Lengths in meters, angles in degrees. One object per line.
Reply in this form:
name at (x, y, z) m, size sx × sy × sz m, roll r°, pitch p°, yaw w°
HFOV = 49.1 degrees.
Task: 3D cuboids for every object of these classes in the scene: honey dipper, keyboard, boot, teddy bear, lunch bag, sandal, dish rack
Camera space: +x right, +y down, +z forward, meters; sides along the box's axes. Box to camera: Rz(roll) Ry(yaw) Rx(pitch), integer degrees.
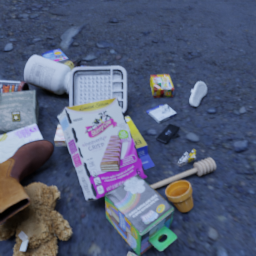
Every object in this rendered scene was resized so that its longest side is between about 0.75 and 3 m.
honey dipper at (1.647, 1.604, 9.072) m, size 2.584 × 0.491 × 0.491 m, roll -18°, pitch 46°, yaw -16°
keyboard at (1.610, 0.255, 10.768) m, size 0.651 × 0.139 × 1.085 m, roll 21°, pitch 47°, yaw 30°
boot at (-3.136, 1.394, 7.916) m, size 2.739 × 0.996 × 2.909 m, roll -23°, pitch 19°, yaw -21°
teddy bear at (-2.484, 2.836, 7.533) m, size 1.955 × 0.900 × 2.696 m, roll -28°, pitch 51°, yaw -8°
lunch bag at (-4.324, -0.578, 11.030) m, size 1.437 × 1.030 × 1.752 m, roll -6°, pitch 49°, yaw -10°
sandal at (3.020, -1.516, 12.447) m, size 0.407 × 0.674 × 1.657 m, roll -18°, pitch 24°, yaw 46°
dish rack at (-1.220, -1.496, 11.591) m, size 2.345 × 2.013 × 0.511 m, roll 0°, pitch -2°, yaw 3°

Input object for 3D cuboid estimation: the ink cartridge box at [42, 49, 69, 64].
ink cartridge box at (-3.812, -3.546, 14.572) m, size 1.020 × 0.571 × 1.495 m, roll -22°, pitch 45°, yaw -23°

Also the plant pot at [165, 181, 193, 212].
plant pot at (1.582, 2.067, 8.279) m, size 0.765 × 0.700 × 0.765 m, roll -22°, pitch 20°, yaw 8°

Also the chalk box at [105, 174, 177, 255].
chalk box at (0.413, 2.475, 7.586) m, size 1.206 × 1.200 × 1.939 m, roll -27°, pitch 50°, yaw -28°

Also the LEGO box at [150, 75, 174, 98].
LEGO box at (1.529, -1.918, 12.861) m, size 0.902 × 0.467 × 1.211 m, roll -4°, pitch 43°, yaw -4°

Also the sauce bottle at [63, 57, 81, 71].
sauce bottle at (-2.974, -2.953, 13.895) m, size 0.618 × 0.618 × 1.872 m, roll 15°, pitch 45°, yaw 16°

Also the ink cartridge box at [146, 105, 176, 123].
ink cartridge box at (1.367, -0.656, 11.705) m, size 0.920 × 0.187 × 0.922 m, roll -25°, pitch 48°, yaw -25°

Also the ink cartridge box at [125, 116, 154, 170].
ink cartridge box at (-0.564, 0.731, 9.968) m, size 2.292 × 0.545 × 2.319 m, roll -17°, pitch 44°, yaw -17°

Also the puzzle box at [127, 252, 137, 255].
puzzle box at (0.096, 3.708, 7.024) m, size 0.658 × 0.126 × 0.989 m, roll 19°, pitch 46°, yaw 18°

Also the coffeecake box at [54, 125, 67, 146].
coffeecake box at (-2.215, 0.262, 9.932) m, size 0.635 × 0.302 × 0.827 m, roll -1°, pitch 42°, yaw -1°

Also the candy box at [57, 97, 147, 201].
candy box at (-0.781, 0.583, 8.564) m, size 1.872 × 0.838 × 2.746 m, roll -17°, pitch 81°, yaw -34°

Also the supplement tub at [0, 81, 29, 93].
supplement tub at (-5.280, -1.576, 12.161) m, size 1.745 × 0.933 × 0.933 m, roll 3°, pitch 43°, yaw 3°

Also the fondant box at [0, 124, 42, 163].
fondant box at (-3.954, 0.720, 9.933) m, size 1.867 × 0.544 × 1.347 m, roll -21°, pitch 47°, yaw -21°

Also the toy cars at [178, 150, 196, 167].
toy cars at (2.030, 1.029, 9.378) m, size 0.231 × 0.469 × 1.045 m, roll 29°, pitch 25°, yaw 33°

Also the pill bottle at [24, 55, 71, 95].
pill bottle at (-3.228, -2.220, 12.402) m, size 2.331 × 1.333 × 1.333 m, roll 19°, pitch 45°, yaw 2°
